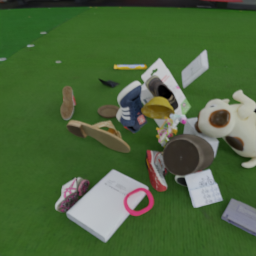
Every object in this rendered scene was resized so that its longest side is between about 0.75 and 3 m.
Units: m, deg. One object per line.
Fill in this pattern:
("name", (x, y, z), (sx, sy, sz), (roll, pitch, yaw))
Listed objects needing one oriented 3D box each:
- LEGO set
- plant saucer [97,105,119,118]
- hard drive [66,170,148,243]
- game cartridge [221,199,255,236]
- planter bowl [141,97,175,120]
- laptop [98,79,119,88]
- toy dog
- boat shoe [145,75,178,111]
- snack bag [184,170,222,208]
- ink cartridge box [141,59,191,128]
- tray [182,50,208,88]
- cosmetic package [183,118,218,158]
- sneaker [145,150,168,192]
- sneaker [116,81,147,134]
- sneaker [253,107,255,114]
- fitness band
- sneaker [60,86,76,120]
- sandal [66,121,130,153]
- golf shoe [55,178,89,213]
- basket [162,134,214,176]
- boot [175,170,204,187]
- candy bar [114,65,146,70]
("LEGO set", (1.456, 0.456, 10.059), (0.958, 2.083, 0.775), (5, 40, 2))
("plant saucer", (-0.936, -0.785, 13.693), (1.109, 0.163, 1.109), (0, 34, 0))
("hard drive", (-0.606, 2.392, 9.037), (1.532, 0.310, 2.322), (22, 40, 28))
("game cartridge", (3.676, 2.780, 8.566), (1.366, 0.262, 0.885), (23, 37, 29))
("planter bowl", (1.065, -0.748, 9.787), (1.180, 1.180, 0.492), (6, 68, 8))
("laptop", (-1.106, -2.666, 16.091), (0.829, 0.483, 0.936), (25, 42, 31))
("toy dog", (3.930, -0.048, 10.716), (2.804, 2.718, 1.956), (21, -10, -16))
("boat shoe", (1.386, -1.161, 10.712), (0.757, 2.032, 0.745), (-45, 43, 9))
("snack bag", (2.482, 1.971, 9.264), (1.058, 0.120, 1.122), (-8, 70, -16))
("ink cartridge box", (1.411, -1.436, 12.137), (1.557, 2.658, 0.895), (-47, 22, -30))
("tray", (3.296, -2.960, 14.243), (0.227, 2.044, 1.097), (10, 65, -22))
("cosmetic package", (2.901, 0.413, 11.363), (0.614, 0.874, 1.724), (-8, 37, -12))
("sneaker", (1.133, 1.441, 9.998), (0.803, 0.761, 1.956), (-2, 35, -5))
("sneaker", (0.261, -0.638, 10.168), (1.000, 2.668, 1.127), (-34, 73, -15))
("sneaker", (6.683, -0.464, 12.496), (1.668, 1.023, 2.563), (-27, 43, -31))
("fitness band", (0.334, 2.336, 8.874), (1.076, 0.201, 0.773), (-15, 68, -39))
("sneaker", (-2.941, -1.051, 13.819), (0.638, 1.007, 1.791), (0, 65, -5))
("sandal", (-1.047, 0.041, 11.151), (2.860, 1.049, 0.941), (17, 56, 21))
("golf shoe", (-1.938, 2.182, 9.175), (0.706, 0.556, 1.532), (11, 28, 22))
("basket", (1.771, 0.844, 8.771), (1.713, 1.292, 1.900), (9, 2, 19))
("boot", (2.202, 1.660, 10.014), (1.163, 0.421, 0.839), (6, 34, -5))
("candy bar", (0.144, -3.939, 18.125), (2.135, 0.237, 0.532), (-1, 35, 0))
